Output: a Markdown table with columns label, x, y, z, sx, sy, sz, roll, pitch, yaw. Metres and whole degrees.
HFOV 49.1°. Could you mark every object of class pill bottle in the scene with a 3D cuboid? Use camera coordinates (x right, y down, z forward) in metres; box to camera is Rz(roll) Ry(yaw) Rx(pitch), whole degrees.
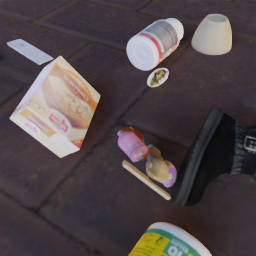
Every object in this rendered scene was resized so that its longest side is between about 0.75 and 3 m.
| label | x | y | z | sx | sy | sz | roll | pitch | yaw |
| --- | --- | --- | --- | --- | --- | --- | --- | --- | --- |
| pill bottle | 1.145 | -3.344 | 10.851 | 1.335 | 1.335 | 2.412 | 27 | 52 | 24 |
| pill bottle | 0.268 | 2.987 | 4.585 | 1.450 | 1.450 | 2.571 | 29 | 51 | 25 |

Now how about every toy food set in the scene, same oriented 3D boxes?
| label | x | y | z | sx | sy | sz | roll | pitch | yaw |
| --- | --- | --- | --- | --- | --- | --- | --- | --- | --- |
| toy food set | 0.400 | 0.509 | 6.379 | 1.640 | 0.406 | 2.580 | 39 | 12 | -13 |

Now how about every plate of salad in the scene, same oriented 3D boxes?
| label | x | y | z | sx | sy | sz | roll | pitch | yaw |
| --- | --- | --- | --- | --- | --- | --- | --- | --- | --- |
| plate of salad | 1.046 | -1.702 | 9.625 | 0.831 | 0.831 | 0.200 | -18 | 57 | -17 |

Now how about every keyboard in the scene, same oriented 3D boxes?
| label | x | y | z | sx | sy | sz | roll | pitch | yaw |
| --- | --- | --- | --- | --- | --- | --- | --- | --- | --- |
| keyboard | -4.074 | -3.188 | 11.563 | 2.354 | 0.126 | 0.663 | 33 | 54 | 28 |

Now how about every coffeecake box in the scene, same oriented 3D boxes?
| label | x | y | z | sx | sy | sz | roll | pitch | yaw |
| --- | --- | --- | --- | --- | --- | --- | --- | --- | --- |
| coffeecake box | -1.892 | -0.617 | 7.839 | 0.826 | 1.735 | 2.260 | -24 | 35 | 33 |

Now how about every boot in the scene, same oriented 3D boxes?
| label | x | y | z | sx | sy | sz | roll | pitch | yaw |
| --- | --- | --- | --- | --- | --- | --- | --- | --- | --- |
| boot | 2.587 | 0.975 | 6.783 | 2.296 | 1.156 | 3.072 | 29 | 64 | 9 |

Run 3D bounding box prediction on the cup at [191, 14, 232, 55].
| label | x | y | z | sx | sy | sz | roll | pitch | yaw |
| --- | --- | --- | --- | --- | --- | --- | --- | --- | --- |
| cup | 3.550 | -3.964 | 11.581 | 1.655 | 1.184 | 1.655 | 0 | 46 | 0 |
